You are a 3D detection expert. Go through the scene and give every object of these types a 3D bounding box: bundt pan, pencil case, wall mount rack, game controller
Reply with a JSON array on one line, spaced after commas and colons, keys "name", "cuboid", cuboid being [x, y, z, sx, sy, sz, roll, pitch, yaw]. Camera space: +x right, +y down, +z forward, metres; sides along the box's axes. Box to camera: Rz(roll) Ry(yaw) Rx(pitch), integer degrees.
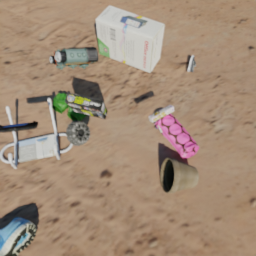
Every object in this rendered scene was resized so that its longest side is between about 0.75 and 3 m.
[{"name": "bundt pan", "cuboid": [-1.687, 0.178, 9.746, 0.345, 0.920, 0.920, -8, 43, 47]}, {"name": "pencil case", "cuboid": [1.892, 0.345, 11.066, 0.896, 0.868, 1.912, -13, 52, -42]}, {"name": "wall mount rack", "cuboid": [-3.703, 0.236, 10.983, 2.868, 1.069, 2.492, -12, 57, -9]}, {"name": "game controller", "cuboid": [-3.340, -0.023, 8.335, 1.244, 0.649, 0.262, -7, 92, -3]}]

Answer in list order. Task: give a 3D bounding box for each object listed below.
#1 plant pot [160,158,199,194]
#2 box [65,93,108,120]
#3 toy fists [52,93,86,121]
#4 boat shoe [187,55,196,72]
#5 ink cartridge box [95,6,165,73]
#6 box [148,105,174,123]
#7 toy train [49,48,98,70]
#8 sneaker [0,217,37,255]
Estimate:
[{"name": "plant pot", "cuboid": [1.878, 1.731, 10.022, 1.081, 1.246, 1.246, 6, 55, -14]}, {"name": "box", "cuboid": [-1.418, -0.732, 9.839, 1.251, 1.561, 0.346, 13, 81, 3]}, {"name": "toy fists", "cuboid": [-2.488, -0.954, 12.064, 1.719, 0.591, 0.876, 26, 60, 18]}, {"name": "boat shoe", "cuboid": [3.147, -3.108, 13.625, 0.337, 0.357, 0.995, 14, 60, 10]}, {"name": "ink cartridge box", "cuboid": [0.087, -4.141, 13.240, 2.918, 2.120, 1.277, 25, 60, 16]}, {"name": "box", "cuboid": [1.161, -0.493, 9.735, 0.993, 0.206, 0.192, -27, 33, -22]}, {"name": "toy train", "cuboid": [-2.209, -2.934, 11.651, 1.997, 1.138, 0.851, -11, 94, -35]}, {"name": "sneaker", "cuboid": [-4.062, 3.878, 8.859, 1.082, 0.943, 2.406, 21, 55, 37]}]
